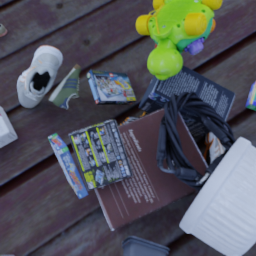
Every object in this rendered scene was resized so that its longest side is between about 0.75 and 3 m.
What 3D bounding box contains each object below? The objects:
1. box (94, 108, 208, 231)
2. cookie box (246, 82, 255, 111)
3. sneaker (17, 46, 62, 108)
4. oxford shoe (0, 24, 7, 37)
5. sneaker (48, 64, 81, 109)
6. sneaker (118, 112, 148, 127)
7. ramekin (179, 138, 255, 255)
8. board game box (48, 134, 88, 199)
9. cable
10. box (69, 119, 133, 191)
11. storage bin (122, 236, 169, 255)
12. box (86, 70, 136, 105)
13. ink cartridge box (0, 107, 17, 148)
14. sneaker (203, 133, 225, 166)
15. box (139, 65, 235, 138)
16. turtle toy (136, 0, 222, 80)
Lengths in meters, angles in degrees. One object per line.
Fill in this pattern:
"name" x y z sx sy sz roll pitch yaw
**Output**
"box" 0.409 1.231 8.124 2.884 2.393 2.369 -23 73 -7
"cookie box" 4.866 -1.003 9.874 1.120 0.421 0.958 20 75 7
"sneaker" -2.979 -1.337 8.907 1.000 2.641 1.215 20 46 -24
"oxford shoe" -5.292 -3.622 10.696 1.208 0.446 0.427 -31 75 -9
"sneaker" -1.880 -1.296 9.184 0.732 0.547 1.631 39 61 -15
"sneaker" 0.011 0.019 9.438 1.827 0.715 0.706 -17 72 -14
"ramekin" 2.713 1.806 7.075 1.497 2.852 2.852 35 75 22
"board game box" -1.533 0.958 7.112 0.256 1.008 1.489 -27 116 -19
"cable" 1.786 0.198 6.901 2.181 0.679 2.673 17 56 -10
"box" -0.634 0.632 6.621 1.139 0.315 1.422 -18 97 -4
"storage bin" 0.365 3.438 7.182 1.190 0.866 0.799 24 45 -11
"box" -0.526 -1.321 9.307 1.611 0.304 1.100 -5 70 -45
"ink cartridge box" -4.911 0.171 9.299 1.890 0.809 1.395 -31 75 -7
"sneaker" 2.981 0.802 9.174 0.896 0.737 1.948 7 74 -2
"box" 1.767 -0.844 8.836 2.335 1.733 1.250 27 75 -4
"turtle toy" 1.335 -2.570 7.666 2.009 1.393 2.756 15 61 36
